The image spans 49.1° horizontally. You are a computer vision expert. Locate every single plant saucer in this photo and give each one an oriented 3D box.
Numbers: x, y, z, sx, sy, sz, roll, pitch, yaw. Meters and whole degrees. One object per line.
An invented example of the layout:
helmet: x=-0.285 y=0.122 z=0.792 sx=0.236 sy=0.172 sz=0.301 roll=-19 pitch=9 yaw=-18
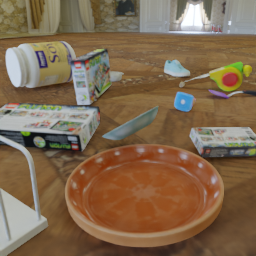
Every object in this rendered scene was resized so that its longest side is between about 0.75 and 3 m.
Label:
plant saucer: x=0.268 y=1.052 z=4.916 sx=2.660 sy=0.429 sz=2.660 roll=-4 pitch=23 yaw=2
plant saucer: x=0.110 y=-0.043 z=6.405 sx=1.464 sy=0.282 sz=1.464 roll=-29 pitch=1 yaw=0

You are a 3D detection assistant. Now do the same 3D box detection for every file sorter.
file sorter: x=-2.513 y=1.095 z=3.751 sx=1.515 sy=1.359 sz=2.183 roll=16 pitch=28 yaw=34

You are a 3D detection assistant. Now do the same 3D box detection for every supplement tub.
supplement tub: x=-3.773 y=-2.777 z=12.283 sx=2.556 sy=1.858 sz=1.858 roll=-18 pitch=29 yaw=-37

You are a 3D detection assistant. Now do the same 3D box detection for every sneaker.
sneaker: x=2.507 y=-3.145 z=14.593 sx=0.682 sy=0.756 sz=1.845 roll=-16 pitch=27 yaw=-30

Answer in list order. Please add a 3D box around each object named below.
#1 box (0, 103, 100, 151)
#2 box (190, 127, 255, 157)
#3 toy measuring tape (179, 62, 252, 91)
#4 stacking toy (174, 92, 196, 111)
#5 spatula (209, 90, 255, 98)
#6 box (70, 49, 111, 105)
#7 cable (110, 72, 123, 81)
box: x=-2.254 y=-0.095 z=7.291 sx=2.756 sy=0.478 sz=1.517 roll=4 pitch=31 yaw=13
box: x=2.333 y=0.317 z=6.620 sx=1.527 sy=0.265 sz=0.840 roll=0 pitch=35 yaw=-10
toy measuring tape: x=3.731 y=-1.925 z=11.920 sx=2.951 sy=1.086 sz=1.086 roll=-16 pitch=17 yaw=22
stacking toy: x=2.101 y=-0.934 z=9.749 sx=0.619 sy=0.585 sz=1.066 roll=21 pitch=19 yaw=29
spatula: x=4.315 y=-1.347 z=11.002 sx=2.261 sy=0.232 sz=0.639 roll=-2 pitch=24 yaw=-5
box: x=-1.322 y=-2.046 z=10.723 sx=0.494 sy=1.566 sz=2.845 roll=0 pitch=23 yaw=13
cable: x=-0.793 y=-2.509 z=13.649 sx=0.934 sy=0.323 sz=0.934 roll=17 pitch=30 yaw=37
